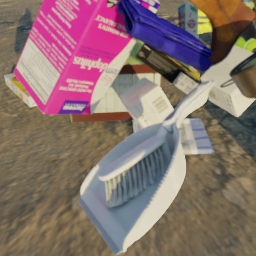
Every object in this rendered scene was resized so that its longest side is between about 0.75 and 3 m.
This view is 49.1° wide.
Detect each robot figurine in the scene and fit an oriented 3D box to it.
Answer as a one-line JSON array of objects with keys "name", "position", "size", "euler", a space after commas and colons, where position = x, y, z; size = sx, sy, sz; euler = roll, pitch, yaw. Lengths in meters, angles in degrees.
[{"name": "robot figurine", "position": [5.786, -3.965, 13.852], "size": [1.508, 0.994, 1.719], "euler": [-19, 38, -24]}]

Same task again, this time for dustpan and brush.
[{"name": "dustpan and brush", "position": [0.387, 0.254, 3.876], "size": [2.551, 0.730, 1.781], "euler": [-35, 20, -17]}]

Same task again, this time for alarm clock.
[{"name": "alarm clock", "position": [1.754, -0.745, 3.561], "size": [1.030, 0.508, 1.526], "euler": [-37, 9, -24]}]

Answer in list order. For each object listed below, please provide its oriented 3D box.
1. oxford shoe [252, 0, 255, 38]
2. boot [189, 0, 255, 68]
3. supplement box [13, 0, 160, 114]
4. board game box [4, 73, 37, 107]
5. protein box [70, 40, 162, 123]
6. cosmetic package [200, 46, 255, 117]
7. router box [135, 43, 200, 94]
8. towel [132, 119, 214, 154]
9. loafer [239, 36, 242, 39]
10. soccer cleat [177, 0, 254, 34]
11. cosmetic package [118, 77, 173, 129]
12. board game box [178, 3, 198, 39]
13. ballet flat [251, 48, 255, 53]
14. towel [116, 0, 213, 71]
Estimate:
[{"name": "oxford shoe", "position": [2.882, -2.134, 5.815], "size": [0.879, 2.083, 0.757], "euler": [-2, 47, 31]}, {"name": "boot", "position": [1.304, -1.707, 4.500], "size": [1.247, 1.174, 0.427], "euler": [45, 38, -12]}, {"name": "supplement box", "position": [-0.899, -1.711, 5.484], "size": [1.387, 2.742, 1.417], "euler": [-5, 47, -52]}, {"name": "board game box", "position": [-3.537, -1.679, 10.867], "size": [1.646, 0.419, 2.449], "euler": [-24, 40, -32]}, {"name": "protein box", "position": [-0.505, -1.763, 9.597], "size": [2.875, 1.940, 2.854], "euler": [-2, 33, -3]}, {"name": "cosmetic package", "position": [2.538, -1.113, 6.639], "size": [1.152, 0.964, 0.958], "euler": [-46, 48, -1]}, {"name": "router box", "position": [0.812, -1.229, 5.465], "size": [1.237, 0.323, 0.973], "euler": [35, 27, -2]}, {"name": "towel", "position": [1.223, 0.202, 8.161], "size": [2.208, 0.263, 1.622], "euler": [1, 34, 1]}, {"name": "loafer", "position": [2.868, -3.708, 8.719], "size": [2.350, 0.844, 0.739], "euler": [39, 21, -22]}, {"name": "soccer cleat", "position": [2.233, -2.792, 7.291], "size": [2.098, 0.878, 0.678], "euler": [-23, 9, 19]}, {"name": "cosmetic package", "position": [0.387, -0.511, 6.126], "size": [0.773, 0.778, 0.929], "euler": [-37, 25, -1]}, {"name": "board game box", "position": [1.287, -2.153, 6.021], "size": [0.294, 0.915, 0.675], "euler": [-4, 16, -1]}, {"name": "ballet flat", "position": [3.850, -1.836, 7.505], "size": [2.410, 0.908, 0.818], "euler": [13, -3, -41]}, {"name": "towel", "position": [0.588, -1.500, 4.358], "size": [1.502, 0.372, 1.109], "euler": [17, 37, -30]}]
